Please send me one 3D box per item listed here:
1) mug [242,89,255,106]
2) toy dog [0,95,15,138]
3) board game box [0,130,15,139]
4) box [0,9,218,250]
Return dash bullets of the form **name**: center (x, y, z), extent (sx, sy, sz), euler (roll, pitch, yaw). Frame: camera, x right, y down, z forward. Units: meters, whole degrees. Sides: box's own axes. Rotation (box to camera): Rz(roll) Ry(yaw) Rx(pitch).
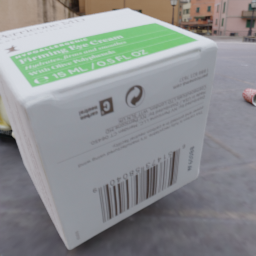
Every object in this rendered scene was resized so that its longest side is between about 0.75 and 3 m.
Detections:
- **mug**: center (5.765, -1.343, 12.778), extent (0.678, 0.902, 1.016), euler (-37, 18, 5)
- **toy dog**: center (-2.480, -0.411, 7.795), extent (2.577, 1.798, 2.499), euler (15, 5, 9)
- **board game box**: center (-4.159, -0.215, 9.327), extent (2.641, 0.372, 1.786), euler (11, 15, 11)
- **box**: center (-0.458, -0.207, 4.945), extent (2.863, 2.877, 2.464), euler (-22, 40, -24)
